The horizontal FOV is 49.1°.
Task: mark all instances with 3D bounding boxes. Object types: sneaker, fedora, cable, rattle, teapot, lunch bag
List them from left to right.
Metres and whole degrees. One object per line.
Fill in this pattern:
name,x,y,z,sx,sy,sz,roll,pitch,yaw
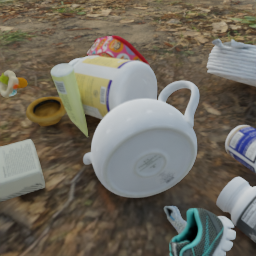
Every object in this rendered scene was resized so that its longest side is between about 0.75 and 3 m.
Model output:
rattle,-2.973,-1.092,7.630,1.164,0.832,0.758,13,77,42
fedora,-2.299,-0.416,8.092,1.216,0.496,1.216,1,42,-1
lunch bag,-0.269,-2.125,9.111,0.830,1.785,2.027,-57,31,-5
teapot,0.259,0.205,6.076,2.348,2.317,1.715,-4,38,-14
sneaker,0.959,1.857,5.534,0.299,0.346,0.798,-51,44,8
sneaker,0.928,2.145,4.465,0.881,0.750,1.932,38,68,-18
cable,3.797,-1.803,8.543,2.716,0.940,2.716,19,12,15

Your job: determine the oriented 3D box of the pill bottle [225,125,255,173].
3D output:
pill bottle,2.941,0.576,6.215,0.841,0.841,1.454,-15,29,-16

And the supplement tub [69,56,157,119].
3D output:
supplement tub,-0.587,-1.084,7.772,2.368,1.721,1.721,19,43,39

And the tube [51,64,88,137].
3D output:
tube,-1.433,-0.656,7.181,0.536,2.063,0.599,-1,46,6

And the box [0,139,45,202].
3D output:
box,-3.064,1.105,5.970,2.327,0.796,0.956,-15,57,-16

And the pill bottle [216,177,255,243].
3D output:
pill bottle,2.576,1.705,5.296,0.935,0.935,1.614,-27,46,-28
